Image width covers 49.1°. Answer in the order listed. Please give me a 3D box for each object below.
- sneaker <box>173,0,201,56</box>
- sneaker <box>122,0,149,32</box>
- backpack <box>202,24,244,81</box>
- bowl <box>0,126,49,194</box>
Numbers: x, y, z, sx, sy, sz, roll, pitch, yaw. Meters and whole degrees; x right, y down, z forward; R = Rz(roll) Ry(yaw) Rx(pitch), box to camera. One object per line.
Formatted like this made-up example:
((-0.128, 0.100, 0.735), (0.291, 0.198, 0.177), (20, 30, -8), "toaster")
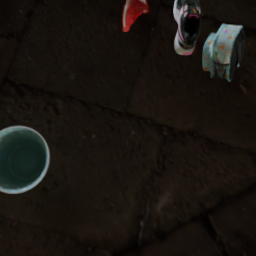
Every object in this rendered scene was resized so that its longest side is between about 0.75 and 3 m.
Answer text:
((2.137, -3.755, 9.503), (0.968, 1.040, 2.409), (1, 79, -6), "sneaker")
((0.279, -4.037, 9.848), (0.851, 0.577, 1.473), (9, 80, 3), "sneaker")
((3.055, -2.476, 8.912), (1.178, 1.537, 1.351), (25, 61, 22), "backpack")
((-3.254, 1.003, 8.585), (1.954, 1.022, 1.954), (0, 79, 0), "bowl")
